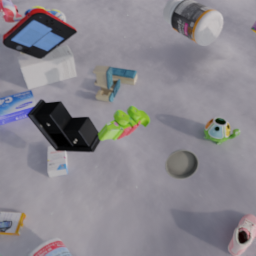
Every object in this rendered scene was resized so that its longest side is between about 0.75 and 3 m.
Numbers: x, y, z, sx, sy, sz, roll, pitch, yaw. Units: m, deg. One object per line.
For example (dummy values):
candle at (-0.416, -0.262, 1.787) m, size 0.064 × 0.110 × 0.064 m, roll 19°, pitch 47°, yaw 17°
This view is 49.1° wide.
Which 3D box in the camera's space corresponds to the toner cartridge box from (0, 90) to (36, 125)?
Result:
toner cartridge box at (-4.687, -0.701, 10.798) m, size 2.228 × 0.481 × 1.058 m, roll -19°, pitch 50°, yaw -17°

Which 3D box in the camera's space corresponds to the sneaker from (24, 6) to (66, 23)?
sneaker at (-3.124, -4.038, 10.321) m, size 1.655 × 0.627 × 0.869 m, roll 21°, pitch 39°, yaw 25°

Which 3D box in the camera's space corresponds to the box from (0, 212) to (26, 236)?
box at (-3.462, 2.682, 7.872) m, size 1.002 × 0.208 × 0.597 m, roll 1°, pitch 47°, yaw 4°

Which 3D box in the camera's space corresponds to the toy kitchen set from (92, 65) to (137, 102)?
toy kitchen set at (-0.458, -2.152, 11.350) m, size 1.207 × 1.642 × 2.049 m, roll 11°, pitch 48°, yaw 12°

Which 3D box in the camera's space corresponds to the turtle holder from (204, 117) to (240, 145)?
turtle holder at (3.247, 0.101, 9.857) m, size 0.835 × 0.780 × 1.099 m, roll -29°, pitch 53°, yaw -25°

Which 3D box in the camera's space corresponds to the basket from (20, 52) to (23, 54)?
basket at (-4.753, -4.239, 13.803) m, size 1.369 × 0.928 × 0.845 m, roll -7°, pitch 52°, yaw -7°

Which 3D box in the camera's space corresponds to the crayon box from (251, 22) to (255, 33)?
crayon box at (3.779, -2.362, 7.212) m, size 0.822 × 0.278 × 0.952 m, roll 17°, pitch 22°, yaw -32°

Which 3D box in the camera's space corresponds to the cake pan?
cake pan at (1.241, 0.837, 6.532) m, size 0.785 × 0.785 × 0.144 m, roll -2°, pitch 22°, yaw -2°

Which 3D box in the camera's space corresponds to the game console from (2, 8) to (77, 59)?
game console at (-3.118, -3.216, 9.854) m, size 2.083 × 1.843 × 0.323 m, roll -24°, pitch 68°, yaw 28°

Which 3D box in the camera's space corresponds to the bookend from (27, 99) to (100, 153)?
bookend at (-1.326, -0.049, 6.043) m, size 1.161 × 1.154 × 0.535 m, roll -1°, pitch 44°, yaw 32°

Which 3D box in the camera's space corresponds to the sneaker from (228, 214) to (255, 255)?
sneaker at (3.164, 2.747, 7.473) m, size 0.507 × 0.704 × 1.346 m, roll 30°, pitch 53°, yaw 28°

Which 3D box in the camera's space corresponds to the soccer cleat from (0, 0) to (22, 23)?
soccer cleat at (-4.270, -4.304, 10.013) m, size 0.633 × 0.552 × 1.654 m, roll -9°, pitch 53°, yaw -28°

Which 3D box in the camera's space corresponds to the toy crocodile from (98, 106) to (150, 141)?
toy crocodile at (-0.052, -0.043, 4.658) m, size 0.415 × 0.454 × 1.344 m, roll 46°, pitch 26°, yaw 9°

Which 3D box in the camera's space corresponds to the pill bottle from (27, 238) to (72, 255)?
pill bottle at (-1.504, 3.606, 6.424) m, size 1.053 × 1.053 × 1.936 m, roll -33°, pitch 55°, yaw -27°

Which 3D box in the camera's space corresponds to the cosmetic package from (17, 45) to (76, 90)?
cosmetic package at (-3.469, -2.634, 12.119) m, size 2.210 × 1.189 × 0.937 m, roll -17°, pitch 50°, yaw -17°

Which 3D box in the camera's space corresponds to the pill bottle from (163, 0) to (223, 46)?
pill bottle at (1.958, -3.372, 8.725) m, size 1.047 × 1.047 × 1.800 m, roll -24°, pitch 48°, yaw -21°

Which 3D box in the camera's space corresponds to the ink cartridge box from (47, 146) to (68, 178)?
ink cartridge box at (-2.335, 1.071, 9.248) m, size 0.598 × 0.353 × 1.040 m, roll -8°, pitch 48°, yaw -7°
